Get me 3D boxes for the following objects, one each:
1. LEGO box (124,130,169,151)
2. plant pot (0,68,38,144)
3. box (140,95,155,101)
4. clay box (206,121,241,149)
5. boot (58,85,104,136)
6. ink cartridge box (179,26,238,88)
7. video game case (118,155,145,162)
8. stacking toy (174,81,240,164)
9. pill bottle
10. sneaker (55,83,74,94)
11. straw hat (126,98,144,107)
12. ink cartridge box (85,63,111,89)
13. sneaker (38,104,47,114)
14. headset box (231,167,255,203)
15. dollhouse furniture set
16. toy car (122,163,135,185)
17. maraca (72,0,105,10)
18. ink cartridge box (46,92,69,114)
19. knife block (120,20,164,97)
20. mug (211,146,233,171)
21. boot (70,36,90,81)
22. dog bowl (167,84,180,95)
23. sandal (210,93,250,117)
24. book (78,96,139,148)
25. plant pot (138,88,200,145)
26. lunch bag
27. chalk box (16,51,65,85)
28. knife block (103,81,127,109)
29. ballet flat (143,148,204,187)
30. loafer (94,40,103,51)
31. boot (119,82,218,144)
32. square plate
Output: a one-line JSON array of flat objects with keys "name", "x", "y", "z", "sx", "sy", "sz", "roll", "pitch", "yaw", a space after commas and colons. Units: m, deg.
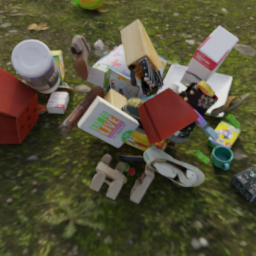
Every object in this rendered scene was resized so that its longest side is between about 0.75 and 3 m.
[{"name": "LEGO box", "x": 0.750, "y": 0.268, "z": 10.699, "sx": 1.561, "sy": 0.602, "sz": 1.162, "roll": 21, "pitch": 50, "yaw": 19}, {"name": "plant pot", "x": -4.687, "y": -0.648, "z": 10.643, "sx": 1.982, "sy": 2.247, "sz": 2.249, "roll": 19, "pitch": 48, "yaw": 3}, {"name": "box", "x": 0.526, "y": -0.811, "z": 11.662, "sx": 1.719, "sy": 0.707, "sz": 0.422, "roll": -18, "pitch": 53, "yaw": -17}, {"name": "clay box", "x": 3.744, "y": 0.303, "z": 10.849, "sx": 0.824, "sy": 0.341, "sz": 1.434, "roll": 28, "pitch": 53, "yaw": 24}, {"name": "boot", "x": -1.686, "y": -0.577, "z": 9.921, "sx": 0.572, "sy": 1.660, "sz": 1.781, "roll": 41, "pitch": 49, "yaw": -4}, {"name": "ink cartridge box", "x": 2.686, "y": -2.239, "z": 9.575, "sx": 0.807, "sy": 1.914, "sz": 1.385, "roll": 39, "pitch": 66, "yaw": 9}, {"name": "video game case", "x": 0.315, "y": 1.031, "z": 9.379, "sx": 1.089, "sy": 0.984, "sz": 0.139, "roll": 5, "pitch": 87, "yaw": -17}, {"name": "stacking toy", "x": 2.430, "y": -0.080, "z": 8.878, "sx": 1.784, "sy": 2.366, "sz": 0.556, "roll": -48, "pitch": 26, "yaw": 2}, {"name": "pill bottle", "x": -3.492, "y": -2.265, "z": 11.029, "sx": 1.407, "sy": 2.473, "sz": 1.407, "roll": 1, "pitch": 81, "yaw": -4}, {"name": "sneaker", "x": -2.929, "y": -1.924, "z": 12.992, "sx": 1.054, "sy": 0.354, "sz": 0.473, "roll": 10, "pitch": 51, "yaw": 14}, {"name": "straw hat", "x": 0.244, "y": -0.766, "z": 10.725, "sx": 1.562, "sy": 0.661, "sz": 1.562, "roll": 0, "pitch": 51, "yaw": 0}, {"name": "ink cartridge box", "x": -1.271, "y": -2.113, "z": 10.873, "sx": 1.086, "sy": 0.803, "sz": 0.412, "roll": 25, "pitch": 49, "yaw": 11}, {"name": "sneaker", "x": -3.980, "y": -0.935, "z": 11.866, "sx": 1.083, "sy": 0.607, "sz": 0.420, "roll": -3, "pitch": 46, "yaw": -3}, {"name": "headset box", "x": 4.032, "y": 1.849, "z": 9.285, "sx": 0.822, "sy": 0.438, "sz": 0.944, "roll": -21, "pitch": 49, "yaw": -18}, {"name": "dollhouse furniture set", "x": -0.162, "y": 1.444, "z": 8.745, "sx": 1.649, "sy": 1.073, "sz": 1.515, "roll": 28, "pitch": 14, "yaw": -3}, {"name": "toy car", "x": -0.031, "y": 1.496, "z": 9.539, "sx": 0.187, "sy": 0.840, "sz": 0.790, "roll": 31, "pitch": 26, "yaw": -22}, {"name": "maraca", "x": -2.665, "y": -8.973, "z": 19.046, "sx": 2.860, "sy": 1.530, "sz": 1.961, "roll": 17, "pitch": 77, "yaw": 35}, {"name": "ink cartridge box", "x": -3.043, "y": -1.096, "z": 12.155, "sx": 0.719, "sy": 0.419, "sz": 0.987, "roll": 3, "pitch": 47, "yaw": 3}, {"name": "knife block", "x": 0.396, "y": -2.565, "z": 10.232, "sx": 0.889, "sy": 2.779, "sz": 2.440, "roll": -25, "pitch": 6, "yaw": 22}, {"name": "mug", "x": 3.281, "y": 1.123, "z": 9.933, "sx": 0.694, "sy": 0.522, "sz": 0.845, "roll": 21, "pitch": 50, "yaw": 19}, {"name": "boot", "x": -1.669, "y": -2.673, "z": 10.442, "sx": 0.526, "sy": 1.498, "sz": 1.095, "roll": -3, "pitch": 34, "yaw": 18}, {"name": "dog bowl", "x": 1.759, "y": -1.026, "z": 10.556, "sx": 0.368, "sy": 1.254, "sz": 1.254, "roll": -29, "pitch": 52, "yaw": -17}, {"name": "sandal", "x": 3.168, "y": -0.776, "z": 8.902, "sx": 0.371, "sy": 1.375, "sz": 0.552, "roll": 56, "pitch": 43, "yaw": -10}, {"name": "book", "x": -0.585, "y": -0.112, "z": 8.498, "sx": 1.581, "sy": 1.056, "sz": 0.380, "roll": 30, "pitch": 18, "yaw": -35}, {"name": "plant pot", "x": 1.041, "y": -0.388, "z": 8.264, "sx": 1.365, "sy": 1.363, "sz": 1.203, "roll": -31, "pitch": 88, "yaw": -10}, {"name": "lunch bag", "x": 0.020, "y": -2.564, "z": 12.745, "sx": 2.648, "sy": 1.684, "sz": 2.246, "roll": 32, "pitch": 55, "yaw": 15}, {"name": "chalk box", "x": -4.108, "y": -2.806, "z": 13.002, "sx": 2.063, "sy": 1.277, "sz": 1.283, "roll": -5, "pitch": 28, "yaw": -5}, {"name": "knife block", "x": -0.482, "y": -0.929, "z": 10.433, "sx": 0.758, "sy": 2.369, "sz": 2.079, "roll": 29, "pitch": 73, "yaw": -25}, {"name": "ballet flat", "x": 1.487, "y": 1.431, "z": 8.828, "sx": 2.418, "sy": 0.815, "sz": 0.754, "roll": 27, "pitch": 22, "yaw": -19}, {"name": "loafer", "x": -1.269, "y": -3.411, "z": 11.743, "sx": 0.342, "sy": 0.391, "sz": 1.088, "roll": -31, "pitch": 22, "yaw": 16}, {"name": "boot", "x": 1.340, "y": -0.696, "z": 9.270, "sx": 2.867, "sy": 2.166, "sz": 1.035, "roll": 19, "pitch": 37, "yaw": -24}, {"name": "square plate", "x": 3.017, "y": -1.717, "z": 12.756, "sx": 2.939, "sy": 0.422, "sz": 2.967, "roll": 16, "pitch": 48, "yaw": 16}]
